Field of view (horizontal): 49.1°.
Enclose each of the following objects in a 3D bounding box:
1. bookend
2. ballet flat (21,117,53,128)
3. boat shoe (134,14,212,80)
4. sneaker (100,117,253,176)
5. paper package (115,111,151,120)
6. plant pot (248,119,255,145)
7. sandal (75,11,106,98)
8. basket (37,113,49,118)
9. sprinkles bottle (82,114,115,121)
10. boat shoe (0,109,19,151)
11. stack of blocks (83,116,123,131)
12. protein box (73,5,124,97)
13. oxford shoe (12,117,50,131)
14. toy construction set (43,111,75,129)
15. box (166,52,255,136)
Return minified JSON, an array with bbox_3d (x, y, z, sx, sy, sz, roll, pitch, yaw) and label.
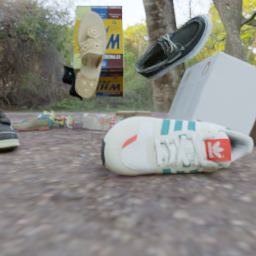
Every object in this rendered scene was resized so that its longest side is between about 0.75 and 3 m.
[{"bbox_3d":[-2.570,-2.074,13.014,1.269,1.261,0.584,18,-20,-3],"label":"bookend"},{"bbox_3d":[-3.786,-0.185,11.994,1.509,0.512,0.568,-2,-7,13],"label":"ballet flat"},{"bbox_3d":[1.246,-2.268,8.154,2.584,0.932,0.916,-40,-22,33],"label":"boat shoe"},{"bbox_3d":[0.770,0.228,3.859,2.275,0.801,1.064,1,-2,-34],"label":"sneaker"},{"bbox_3d":[0.287,-0.516,14.600,1.384,0.716,1.319,3,5,41],"label":"paper package"},{"bbox_3d":[4.310,-0.468,6.928,2.628,1.765,2.628,0,4,0],"label":"plant pot"},{"bbox_3d":[-0.938,-1.958,7.770,0.875,2.387,0.785,1,17,-31],"label":"sandal"},{"bbox_3d":[-4.785,-0.588,16.091,0.803,0.559,0.708,-29,6,-1],"label":"basket"},{"bbox_3d":[-1.511,-0.435,14.529,1.670,0.570,0.570,2,5,18],"label":"sprinkles bottle"},{"bbox_3d":[-3.245,-0.033,6.445,1.029,0.946,2.879,-3,5,-34],"label":"boat shoe"},{"bbox_3d":[-1.175,-0.216,11.813,1.775,0.520,1.022,4,6,45],"label":"stack of blocks"},{"bbox_3d":[-1.074,-2.920,11.169,1.780,2.638,2.619,-1,-16,-2],"label":"protein box"},{"bbox_3d":[-3.804,-0.159,10.872,1.465,0.548,0.516,-3,5,-34],"label":"oxford shoe"},{"bbox_3d":[-2.933,-0.342,12.330,1.483,0.683,0.973,12,-19,18],"label":"toy construction set"},{"bbox_3d":[2.234,-0.720,7.633,1.411,1.801,2.896,21,4,-4],"label":"box"}]
